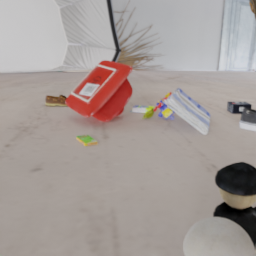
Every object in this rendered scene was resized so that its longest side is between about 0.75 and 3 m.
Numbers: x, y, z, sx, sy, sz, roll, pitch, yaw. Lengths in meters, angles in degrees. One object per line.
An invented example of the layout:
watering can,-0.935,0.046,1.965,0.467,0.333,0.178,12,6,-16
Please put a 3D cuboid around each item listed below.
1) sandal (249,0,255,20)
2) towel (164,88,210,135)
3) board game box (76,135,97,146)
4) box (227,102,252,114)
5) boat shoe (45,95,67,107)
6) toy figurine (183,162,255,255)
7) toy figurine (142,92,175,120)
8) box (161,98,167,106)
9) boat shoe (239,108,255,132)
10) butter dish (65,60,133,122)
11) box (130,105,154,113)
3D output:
sandal,3.176,-3.046,6.805,0.660,1.614,0.441,-28,-1,3
towel,2.492,-0.764,11.200,1.985,0.322,2.703,39,24,4
board game box,-1.394,0.404,9.311,0.428,0.134,0.897,-8,20,-28
box,5.408,-0.990,13.685,0.910,0.473,0.828,1,14,2
boat shoe,-3.642,-1.503,15.293,1.791,0.605,0.645,-1,15,-3
toy figurine,1.732,1.440,2.902,2.172,1.535,2.207,9,17,29
toy figurine,1.541,-0.631,12.190,1.674,1.003,0.883,-40,11,23
box,2.124,-1.331,14.871,0.479,0.500,1.004,12,20,37
boat shoe,5.603,-0.289,10.253,2.850,0.944,0.997,10,19,33
butter dish,-0.933,-1.316,12.277,2.795,2.072,2.803,-49,38,-10
box,0.693,-0.921,13.844,1.131,0.270,0.690,5,15,15
